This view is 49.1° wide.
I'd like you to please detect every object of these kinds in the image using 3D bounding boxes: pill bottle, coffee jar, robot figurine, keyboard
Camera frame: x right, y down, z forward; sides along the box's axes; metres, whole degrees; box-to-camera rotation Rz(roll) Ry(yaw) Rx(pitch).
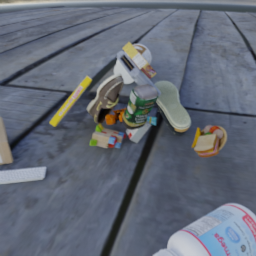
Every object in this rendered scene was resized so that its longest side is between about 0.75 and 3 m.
[{"bbox_3d":[1.624,2.512,5.693,2.252,1.225,1.225,-18,36,-27],"label":"pill bottle"},{"bbox_3d":[0.346,-0.621,9.032,0.830,1.591,0.679,-18,60,-29],"label":"coffee jar"},{"bbox_3d":[-0.331,-0.445,10.522,1.103,0.443,1.521,-11,10,8],"label":"robot figurine"},{"bbox_3d":[-3.606,1.466,8.513,2.121,0.113,0.597,-5,31,-8],"label":"keyboard"},{"bbox_3d":[0.226,-3.463,15.264,1.578,1.578,2.760,9,32,14],"label":"pill bottle"}]

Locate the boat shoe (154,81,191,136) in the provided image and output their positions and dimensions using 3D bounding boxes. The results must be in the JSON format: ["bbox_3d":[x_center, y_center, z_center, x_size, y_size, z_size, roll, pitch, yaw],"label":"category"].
[{"bbox_3d":[1.633,-0.817,10.977,1.039,0.867,2.786,-13,50,-8],"label":"boat shoe"}]

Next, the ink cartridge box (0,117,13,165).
[{"bbox_3d":[-5.188,0.604,9.199,2.341,0.879,1.929,-14,33,-24],"label":"ink cartridge box"}]

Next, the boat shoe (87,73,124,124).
[{"bbox_3d":[-0.767,-1.024,10.448,0.938,2.611,0.777,-19,74,-37],"label":"boat shoe"}]

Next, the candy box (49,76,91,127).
[{"bbox_3d":[-2.167,-0.968,10.547,0.288,2.183,1.116,38,-7,-8],"label":"candy box"}]

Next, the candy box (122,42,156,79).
[{"bbox_3d":[0.386,-2.319,9.665,0.362,0.749,1.283,-40,57,12],"label":"candy box"}]

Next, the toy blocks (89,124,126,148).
[{"bbox_3d":[-0.640,0.373,9.681,1.015,0.742,1.484,14,13,4],"label":"toy blocks"}]

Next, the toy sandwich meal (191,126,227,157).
[{"bbox_3d":[2.474,0.366,8.722,1.234,0.423,1.234,-29,37,25],"label":"toy sandwich meal"}]

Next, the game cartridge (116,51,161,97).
[{"bbox_3d":[0.395,-1.922,10.333,0.459,1.495,2.246,-39,37,8],"label":"game cartridge"}]

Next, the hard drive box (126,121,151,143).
[{"bbox_3d":[0.358,0.019,10.174,0.328,0.855,0.666,27,16,-28],"label":"hard drive box"}]

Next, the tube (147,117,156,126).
[{"bbox_3d":[0.746,-0.341,11.318,0.832,0.322,0.210,13,24,23],"label":"tube"}]
